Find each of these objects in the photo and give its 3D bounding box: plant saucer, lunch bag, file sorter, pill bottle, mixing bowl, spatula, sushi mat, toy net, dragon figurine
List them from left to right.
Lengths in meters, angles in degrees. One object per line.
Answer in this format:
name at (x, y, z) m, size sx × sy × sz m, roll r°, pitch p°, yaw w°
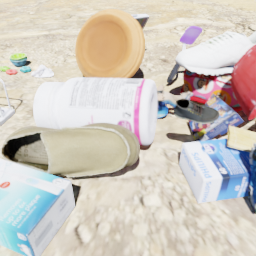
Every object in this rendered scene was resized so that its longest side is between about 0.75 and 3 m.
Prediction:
file sorter at (-4.293, -0.511, 7.641) m, size 1.285 × 1.153 × 1.852 m, roll 7°, pitch 35°, yaw 11°
toy net at (-4.025, -2.429, 11.159) m, size 2.366 × 0.457 × 1.241 m, roll 20°, pitch 38°, yaw 27°
pill bottle at (-0.761, -0.441, 7.015) m, size 2.816 × 1.596 × 1.596 m, roll 4°, pitch 33°, yaw 14°
plant saucer at (-0.716, -2.693, 9.356) m, size 2.574 × 2.574 × 0.482 m, roll 15°, pitch 8°, yaw 21°
dragon figurine at (0.809, -0.673, 8.143) m, size 2.107 × 1.047 × 0.620 m, roll -15°, pitch 57°, yaw 26°
spatula at (1.781, -2.426, 9.414) m, size 0.589 × 2.085 × 0.214 m, roll 4°, pitch 34°, yaw -30°
lunch bag at (3.305, -1.621, 9.306) m, size 2.441 × 1.135 × 2.771 m, roll 20°, pitch 38°, yaw 26°
mixing bowl at (3.406, -1.363, 7.041) m, size 2.167 × 2.167 × 1.173 m, roll -26°, pitch 62°, yaw -33°
sushi mat at (2.942, 0.387, 5.886) m, size 1.680 × 0.102 × 0.804 m, roll 16°, pitch 34°, yaw 14°

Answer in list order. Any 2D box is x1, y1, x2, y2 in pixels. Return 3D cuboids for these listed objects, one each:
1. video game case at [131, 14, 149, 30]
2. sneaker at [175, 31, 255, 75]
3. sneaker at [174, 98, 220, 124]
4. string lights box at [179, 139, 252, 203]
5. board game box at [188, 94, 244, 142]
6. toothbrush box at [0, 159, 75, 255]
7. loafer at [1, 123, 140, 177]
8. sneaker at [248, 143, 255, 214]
video game case at (-0.315, -3.547, 11.081) m, size 0.237 × 1.881 × 2.626 m, roll 43°, pitch 40°, yaw 12°
sneaker at (2.620, -2.200, 8.018) m, size 2.806 × 1.129 × 1.072 m, roll -10°, pitch 40°, yaw -24°
sneaker at (1.380, -0.334, 5.600) m, size 0.923 × 0.490 × 0.345 m, roll 6°, pitch 72°, yaw 10°
string lights box at (2.430, 0.799, 6.030) m, size 2.332 × 0.688 × 1.198 m, roll -6°, pitch 36°, yaw -8°
board game box at (2.243, -0.303, 7.437) m, size 1.223 × 0.377 × 1.222 m, roll -37°, pitch 30°, yaw 26°
toothbrush box at (-2.055, 1.394, 5.126) m, size 1.731 × 0.738 × 1.267 m, roll 13°, pitch 37°, yaw 20°
loafer at (-1.260, 0.517, 5.785) m, size 2.985 × 1.135 × 1.007 m, roll -3°, pitch 13°, yaw 15°
sneaker at (2.611, 0.828, 5.055) m, size 0.684 × 1.578 × 0.592 m, roll -8°, pitch 28°, yaw 0°
